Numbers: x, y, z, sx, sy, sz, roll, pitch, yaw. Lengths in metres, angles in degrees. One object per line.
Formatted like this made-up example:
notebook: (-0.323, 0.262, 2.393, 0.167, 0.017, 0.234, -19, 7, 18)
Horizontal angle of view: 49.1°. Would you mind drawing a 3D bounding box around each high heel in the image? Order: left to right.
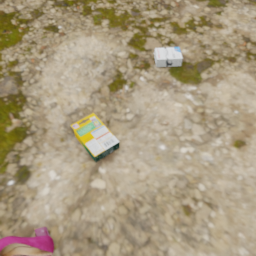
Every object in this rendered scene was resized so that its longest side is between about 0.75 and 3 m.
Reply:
high heel: (-3.146, 3.550, 8.020, 1.947, 0.656, 0.936, -20, 39, -18)

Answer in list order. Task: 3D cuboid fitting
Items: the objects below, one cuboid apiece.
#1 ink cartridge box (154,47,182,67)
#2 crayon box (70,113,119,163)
ink cartridge box: (1.901, -3.385, 13.412, 1.205, 0.505, 0.874, -3, 53, -2)
crayon box: (-1.268, 0.341, 10.647, 1.102, 0.452, 1.752, -31, 59, -21)
